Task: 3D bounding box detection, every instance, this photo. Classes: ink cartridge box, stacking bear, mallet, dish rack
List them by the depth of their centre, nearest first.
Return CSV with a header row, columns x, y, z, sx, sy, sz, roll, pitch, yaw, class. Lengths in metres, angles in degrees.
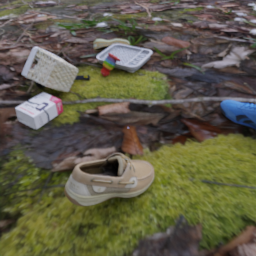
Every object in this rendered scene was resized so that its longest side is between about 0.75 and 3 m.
x,y,z,sx,sy,sz,roll,pitch,yaw,class
-3.260,-0.651,10.324,0.990,0.576,1.367,23,44,26,ink cartridge box
-2.919,-2.319,12.394,2.376,0.489,0.782,-10,72,-18,mallet
-0.898,-2.838,12.818,0.581,1.022,0.621,18,20,-40,stacking bear
-0.171,-3.425,13.833,2.331,0.508,2.001,20,46,23,dish rack

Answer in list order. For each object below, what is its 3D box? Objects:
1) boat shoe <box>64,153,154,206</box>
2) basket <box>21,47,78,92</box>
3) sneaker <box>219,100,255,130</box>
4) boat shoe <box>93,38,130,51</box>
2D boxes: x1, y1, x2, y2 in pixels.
x,y,z,sx,sy,sz,roll,pitch,yaw,class
-0.224,1.179,7.135,2.856,0.921,1.018,-7,36,-48,boat shoe
-3.010,-2.219,11.098,1.137,1.249,1.843,30,8,19,basket
4.540,-0.503,9.726,0.955,1.135,2.896,-27,44,-27,sneaker
-0.881,-4.288,14.972,1.954,0.700,0.744,-2,64,-3,boat shoe
